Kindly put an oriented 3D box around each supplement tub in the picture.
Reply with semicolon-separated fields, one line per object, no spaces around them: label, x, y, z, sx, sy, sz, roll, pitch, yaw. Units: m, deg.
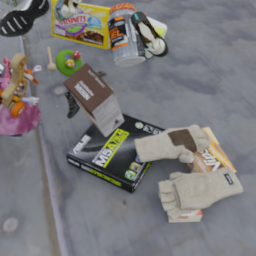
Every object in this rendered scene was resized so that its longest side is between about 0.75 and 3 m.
supplement tub;-0.076;-3.049;9.304;1.107;1.107;1.807;-9;88;-9

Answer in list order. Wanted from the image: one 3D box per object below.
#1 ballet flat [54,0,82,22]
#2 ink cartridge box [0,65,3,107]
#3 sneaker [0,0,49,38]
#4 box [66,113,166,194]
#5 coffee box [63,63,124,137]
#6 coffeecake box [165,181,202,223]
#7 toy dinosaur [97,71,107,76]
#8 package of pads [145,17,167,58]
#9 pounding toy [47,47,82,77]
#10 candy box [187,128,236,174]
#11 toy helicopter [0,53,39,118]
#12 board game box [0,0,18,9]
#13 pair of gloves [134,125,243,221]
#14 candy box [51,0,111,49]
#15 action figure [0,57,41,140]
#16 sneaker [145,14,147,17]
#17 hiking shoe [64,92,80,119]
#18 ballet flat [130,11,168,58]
ballet flat;-1.924;-4.331;9.543;0.773;2.081;0.773;20;46;-22
ink cartridge box;-4.782;-1.436;7.987;2.870;1.188;2.103;45;29;3
sneaker;-3.879;-4.028;10.260;0.933;0.869;2.352;3;46;38
box;-0.330;0.623;9.439;2.482;0.611;2.571;24;51;17
coffee box;-0.794;-0.619;7.052;0.736;1.846;1.056;-41;70;-8
coffeecake box;1.572;2.117;8.161;0.882;0.420;1.150;-1;47;-1
toy dinosaur;-1.271;-2.401;12.472;0.409;0.308;0.800;-10;22;37
package of pads;0.354;-4.839;14.046;2.798;0.954;2.162;26;51;6
pounding toy;-1.896;-2.119;8.768;1.163;0.540;0.898;4;77;-34
candy box;2.499;0.916;9.198;1.140;0.546;1.975;-10;48;-9
toy helicopter;-2.348;-1.034;6.072;0.632;1.601;1.059;33;52;-3
board game box;-4.502;-4.962;10.039;0.869;1.291;0.188;31;67;12
pair of gloves;1.679;1.142;8.397;2.385;0.492;2.805;-17;54;-15
candy box;-1.860;-4.056;10.875;2.835;1.449;0.374;20;25;25
action figure;-3.149;-0.897;7.699;1.621;2.177;1.458;-8;33;-2
sneaker;0.378;-5.986;15.786;1.619;0.591;0.624;-27;73;-17
hiking shoe;-1.559;-0.770;7.870;0.524;1.042;0.395;27;15;-5
ballet flat;0.606;-2.419;7.670;0.559;1.643;0.562;-34;40;20
